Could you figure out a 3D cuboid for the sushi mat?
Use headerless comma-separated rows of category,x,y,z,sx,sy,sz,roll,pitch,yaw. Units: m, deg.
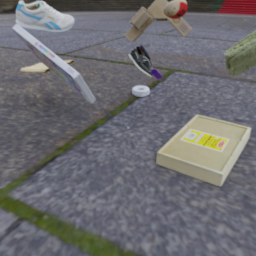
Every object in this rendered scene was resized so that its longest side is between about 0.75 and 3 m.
sushi mat,-3.205,-2.394,10.907,1.244,0.157,2.600,-29,26,-32

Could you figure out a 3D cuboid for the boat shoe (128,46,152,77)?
boat shoe,0.555,-2.584,10.896,0.589,0.555,1.641,23,30,-45

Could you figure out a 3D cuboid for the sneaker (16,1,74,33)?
sneaker,-2.379,-3.282,8.241,1.716,0.693,0.657,-8,50,-31

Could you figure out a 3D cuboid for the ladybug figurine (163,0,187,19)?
ladybug figurine,1.453,-3.531,8.402,0.676,0.358,0.996,-28,-3,40

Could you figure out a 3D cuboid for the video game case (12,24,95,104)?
video game case,-2.137,-1.834,8.337,2.547,1.824,0.230,39,82,16

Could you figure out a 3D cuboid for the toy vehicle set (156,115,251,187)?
toy vehicle set,2.381,0.508,8.487,1.858,0.396,2.991,18,33,30

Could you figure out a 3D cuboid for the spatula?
spatula,0.796,-2.356,10.110,0.145,1.415,0.400,-32,7,-23

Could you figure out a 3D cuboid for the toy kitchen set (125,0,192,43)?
toy kitchen set,1.042,-3.514,10.165,1.707,1.892,1.544,46,20,-4

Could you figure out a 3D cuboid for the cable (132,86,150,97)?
cable,0.583,-1.662,12.687,0.803,0.278,0.803,-22,35,-35

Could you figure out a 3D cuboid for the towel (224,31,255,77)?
towel,2.844,-1.722,5.739,1.792,0.327,1.330,-31,-18,19
